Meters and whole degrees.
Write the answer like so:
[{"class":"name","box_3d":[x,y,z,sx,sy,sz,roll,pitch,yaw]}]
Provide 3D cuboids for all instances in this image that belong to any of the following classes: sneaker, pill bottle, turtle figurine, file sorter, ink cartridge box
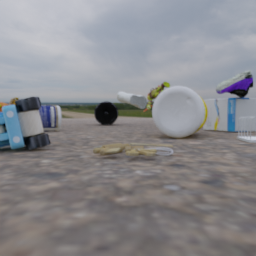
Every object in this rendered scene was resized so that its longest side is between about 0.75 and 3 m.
[{"class":"sneaker","box_3d":[0.183,-1.615,15.700,1.156,0.737,2.000,19,2,31]},{"class":"pill bottle","box_3d":[-1.407,-0.946,18.405,1.507,1.507,2.694,0,3,-2]},{"class":"turtle figurine","box_3d":[1.109,-1.378,11.016,0.502,1.557,1.256,42,-32,-13]},{"class":"file sorter","box_3d":[3.323,0.029,7.219,0.707,0.634,1.018,1,2,5]},{"class":"pill bottle","box_3d":[1.748,-0.473,8.898,1.458,1.458,2.669,1,2,19]},{"class":"ink cartridge box","box_3d":[4.188,-0.542,11.521,1.356,1.333,1.842,-1,3,-26]},{"class":"sneaker","box_3d":[3.980,-1.438,10.207,1.691,0.841,0.588,-27,13,-20]},{"class":"pill bottle","box_3d":[-3.671,-0.374,11.108,1.877,1.043,1.043,-1,3,-24]}]

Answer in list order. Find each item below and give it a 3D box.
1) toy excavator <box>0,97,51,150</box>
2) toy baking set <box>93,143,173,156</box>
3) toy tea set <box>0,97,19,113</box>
[{"class":"toy excavator","box_3d":[-2.484,0.080,5.087,1.941,0.970,1.888,-14,6,-20]},{"class":"toy baking set","box_3d":[0.134,0.398,4.736,1.082,0.164,1.410,5,5,34]},{"class":"toy tea set","box_3d":[-4.724,-0.361,10.824,0.824,1.324,2.227,25,22,12]}]
